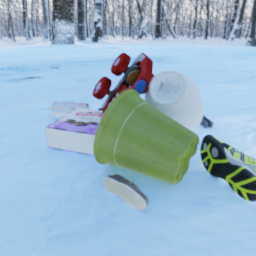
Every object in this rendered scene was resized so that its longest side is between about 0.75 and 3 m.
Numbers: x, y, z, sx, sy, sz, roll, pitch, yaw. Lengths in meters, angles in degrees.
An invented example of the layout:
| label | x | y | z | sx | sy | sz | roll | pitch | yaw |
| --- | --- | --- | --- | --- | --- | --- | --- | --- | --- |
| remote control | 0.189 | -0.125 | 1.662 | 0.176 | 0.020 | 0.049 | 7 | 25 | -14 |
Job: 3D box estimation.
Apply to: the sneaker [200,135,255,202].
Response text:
| label | x | y | z | sx | sy | sz | roll | pitch | yaw |
| --- | --- | --- | --- | --- | --- | --- | --- | --- | --- |
| sneaker | 3.264 | 1.163 | 8.597 | 1.092 | 1.078 | 2.858 | -2 | 32 | -24 |

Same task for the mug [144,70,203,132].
| label | x | y | z | sx | sy | sz | roll | pitch | yaw |
| --- | --- | --- | --- | --- | --- | --- | --- | --- | --- |
| mug | 1.525 | -0.669 | 10.665 | 2.162 | 2.928 | 2.567 | 25 | -8 | 23 |

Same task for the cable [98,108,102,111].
| label | x | y | z | sx | sy | sz | roll | pitch | yaw |
| --- | --- | --- | --- | --- | --- | --- | --- | --- | --- |
| cable | -1.133 | -0.806 | 14.299 | 1.050 | 0.267 | 0.857 | 16 | 32 | 29 |

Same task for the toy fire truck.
| label | x | y | z | sx | sy | sz | roll | pitch | yaw |
| --- | --- | --- | --- | --- | --- | --- | --- | --- | --- |
| toy fire truck | -0.019 | -1.396 | 10.647 | 1.627 | 2.902 | 2.437 | 32 | 18 | -27 |

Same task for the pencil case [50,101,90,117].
| label | x | y | z | sx | sy | sz | roll | pitch | yaw |
| --- | --- | --- | --- | --- | --- | --- | --- | --- | --- |
| pencil case | -2.802 | -0.850 | 13.631 | 1.904 | 0.792 | 0.864 | 6 | 34 | 14 |

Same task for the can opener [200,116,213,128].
| label | x | y | z | sx | sy | sz | roll | pitch | yaw |
| --- | --- | --- | --- | --- | --- | --- | --- | --- | --- |
| can opener | 3.395 | -0.550 | 13.221 | 0.494 | 0.624 | 1.878 | -3 | 27 | -11 |

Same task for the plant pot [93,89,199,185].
| label | x | y | z | sx | sy | sz | roll | pitch | yaw |
| --- | --- | --- | --- | --- | --- | --- | --- | --- | --- |
| plant pot | 0.707 | 0.492 | 8.625 | 2.510 | 2.644 | 2.644 | 26 | 31 | 23 |

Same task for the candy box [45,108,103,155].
| label | x | y | z | sx | sy | sz | roll | pitch | yaw |
| --- | --- | --- | --- | --- | --- | --- | --- | --- | --- |
| candy box | -1.737 | 0.050 | 11.269 | 2.072 | 0.884 | 2.471 | 7 | 23 | 17 |

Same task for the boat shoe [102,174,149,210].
| label | x | y | z | sx | sy | sz | roll | pitch | yaw |
| --- | --- | --- | --- | --- | --- | --- | --- | --- | --- |
| boat shoe | -0.017 | 1.688 | 7.686 | 0.502 | 0.606 | 1.688 | -23 | 26 | -37 |
